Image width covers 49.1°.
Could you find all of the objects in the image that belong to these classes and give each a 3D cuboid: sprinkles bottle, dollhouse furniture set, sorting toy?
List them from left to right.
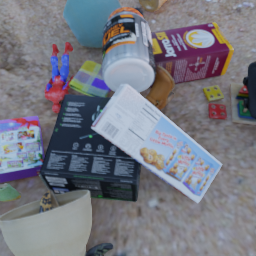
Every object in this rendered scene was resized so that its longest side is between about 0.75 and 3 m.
[{"bbox_3d":[-2.885,1.593,5.954,1.013,0.664,0.508,-10,57,6],"label":"dollhouse furniture set"},{"bbox_3d":[1.475,-5.539,10.631,0.950,0.950,2.783,28,61,17],"label":"sprinkles bottle"},{"bbox_3d":[3.478,-0.754,7.729,2.736,0.463,1.319,8,59,4],"label":"sorting toy"}]

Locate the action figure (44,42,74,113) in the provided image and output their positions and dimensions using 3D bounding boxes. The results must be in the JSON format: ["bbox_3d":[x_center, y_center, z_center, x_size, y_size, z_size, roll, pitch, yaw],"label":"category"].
[{"bbox_3d":[-1.998,-1.457,8.200,0.749,0.591,2.288,-3,61,5],"label":"action figure"}]

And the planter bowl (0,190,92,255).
[{"bbox_3d":[-1.442,2.013,5.377,1.726,1.726,1.162,-15,89,-10],"label":"planter bowl"}]

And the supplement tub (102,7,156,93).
[{"bbox_3d":[-0.015,-1.859,6.593,1.184,1.184,1.932,-3,56,-2],"label":"supplement tub"}]

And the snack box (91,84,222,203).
[{"bbox_3d":[0.697,0.404,5.729,2.907,0.353,1.045,38,81,-22],"label":"snack box"}]

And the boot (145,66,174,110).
[{"bbox_3d":[0.650,-0.880,7.291,1.066,1.373,0.526,-39,63,-9],"label":"boot"}]

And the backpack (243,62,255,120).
[{"bbox_3d":[3.885,-0.473,6.468,1.704,2.217,1.808,-18,41,38],"label":"backpack"}]

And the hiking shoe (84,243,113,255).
[{"bbox_3d":[-0.662,2.633,5.639,0.847,0.321,0.426,-18,68,-19],"label":"hiking shoe"}]

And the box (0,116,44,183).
[{"bbox_3d":[-3.221,0.565,6.708,2.272,0.444,1.554,-9,54,-15],"label":"box"}]

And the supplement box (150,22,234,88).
[{"bbox_3d":[1.647,-2.182,8.362,2.400,1.028,1.325,-11,56,-7],"label":"supplement box"}]

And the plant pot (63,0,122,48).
[{"bbox_3d":[-1.070,-3.410,8.668,1.538,2.284,2.284,-31,60,3],"label":"plant pot"}]

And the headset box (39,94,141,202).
[{"bbox_3d":[-0.679,0.357,6.658,2.054,1.094,2.359,4,57,4],"label":"headset box"}]

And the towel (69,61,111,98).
[{"bbox_3d":[-0.925,-1.380,7.860,1.077,0.171,1.500,23,42,-1],"label":"towel"}]

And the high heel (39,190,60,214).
[{"bbox_3d":[-1.337,1.765,5.723,1.196,0.427,0.853,5,76,22],"label":"high heel"}]
